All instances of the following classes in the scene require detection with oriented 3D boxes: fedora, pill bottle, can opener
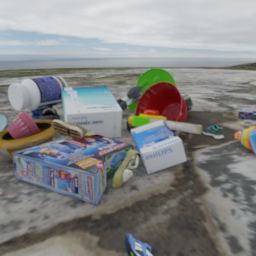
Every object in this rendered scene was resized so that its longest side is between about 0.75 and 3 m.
[{"bbox_3d":[-3.262,0.485,9.295,2.309,0.942,2.309,-7,21,3],"label":"fedora"},{"bbox_3d":[-4.158,-1.611,13.097,1.442,1.442,2.491,12,21,35],"label":"pill bottle"},{"bbox_3d":[-0.427,-1.379,14.323,2.723,0.910,0.726,-29,40,-24],"label":"can opener"}]

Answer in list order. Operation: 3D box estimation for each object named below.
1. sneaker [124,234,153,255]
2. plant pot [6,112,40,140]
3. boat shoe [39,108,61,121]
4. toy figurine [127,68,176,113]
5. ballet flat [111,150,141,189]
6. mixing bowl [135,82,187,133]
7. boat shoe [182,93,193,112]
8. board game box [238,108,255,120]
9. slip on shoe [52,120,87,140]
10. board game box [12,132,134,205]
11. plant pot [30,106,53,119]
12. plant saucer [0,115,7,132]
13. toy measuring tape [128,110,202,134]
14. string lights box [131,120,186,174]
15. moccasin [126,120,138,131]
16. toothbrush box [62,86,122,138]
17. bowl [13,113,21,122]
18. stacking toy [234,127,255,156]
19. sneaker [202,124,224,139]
[{"bbox_3d":[0.205,2.144,4.859,0.337,0.303,0.820,-9,27,-28],"label":"sneaker"},{"bbox_3d":[-3.490,0.035,9.228,0.789,0.881,0.881,-39,32,-20],"label":"plant pot"},{"bbox_3d":[-3.567,-0.494,12.787,0.915,0.824,2.544,0,18,-8],"label":"boat shoe"},{"bbox_3d":[1.467,-1.890,16.397,2.925,2.196,2.692,-38,-8,10],"label":"toy figurine"},{"bbox_3d":[-0.010,1.089,7.475,0.450,0.450,1.274,8,46,26],"label":"ballet flat"},{"bbox_3d":[1.534,-0.596,11.537,2.299,2.299,1.245,17,-3,45],"label":"mixing bowl"},{"bbox_3d":[2.888,-1.143,14.922,0.921,0.830,2.606,-28,-5,1],"label":"boat shoe"},{"bbox_3d":[6.386,-0.730,14.404,1.257,0.388,1.256,7,18,24],"label":"board game box"},{"bbox_3d":[-1.825,0.014,8.689,1.214,0.461,0.368,15,31,26],"label":"slip on shoe"},{"bbox_3d":[-1.229,1.013,7.693,2.703,0.834,2.705,16,22,41],"label":"board game box"},{"bbox_3d":[-4.455,-0.944,14.371,0.911,0.819,0.911,9,18,29],"label":"plant pot"},{"bbox_3d":[-5.632,0.015,11.456,1.420,0.273,1.420,-5,44,5],"label":"plant saucer"},{"bbox_3d":[1.402,-0.149,10.826,2.890,1.063,1.063,7,18,19],"label":"toy measuring tape"},{"bbox_3d":[0.893,0.508,9.113,1.230,0.706,2.394,-18,18,-1],"label":"string lights box"},{"bbox_3d":[0.183,-0.135,12.388,0.481,0.456,1.246,-7,6,5],"label":"moccasin"},{"bbox_3d":[-1.644,-0.714,11.990,2.151,1.253,2.938,-5,27,-16],"label":"toothbrush box"},{"bbox_3d":[-4.437,-0.103,11.677,0.455,0.971,0.971,25,17,-1],"label":"bowl"},{"bbox_3d":[4.376,0.374,9.946,1.116,1.056,1.924,-27,8,-8],"label":"stacking toy"},{"bbox_3d":[3.472,0.079,11.446,0.435,0.511,1.120,-9,18,-29],"label":"sneaker"}]
